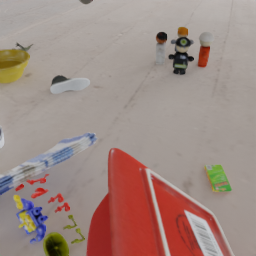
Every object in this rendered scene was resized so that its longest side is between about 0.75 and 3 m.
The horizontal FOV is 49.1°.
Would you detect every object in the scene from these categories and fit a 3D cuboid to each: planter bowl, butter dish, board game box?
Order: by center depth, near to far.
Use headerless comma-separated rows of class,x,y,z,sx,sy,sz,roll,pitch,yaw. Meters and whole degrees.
butter dish,0.308,2.178,4.244,2.795,2.072,2.803,36,21,-25
board game box,2.228,1.259,6.972,0.428,0.134,0.897,-2,34,-1
planter bowl,-4.969,-2.391,11.336,2.080,0.866,2.080,0,36,0

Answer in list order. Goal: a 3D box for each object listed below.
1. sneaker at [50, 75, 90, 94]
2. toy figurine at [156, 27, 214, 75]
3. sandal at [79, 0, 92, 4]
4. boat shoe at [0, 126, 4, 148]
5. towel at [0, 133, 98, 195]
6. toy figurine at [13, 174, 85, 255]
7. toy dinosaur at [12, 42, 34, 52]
sneaker,-2.266,-1.791,10.784,1.499,0.530,0.743,-13,43,-11
toy figurine,2.380,-3.543,12.342,2.207,1.535,2.172,-21,41,-26
sandal,-1.160,-3.978,7.371,0.660,1.614,0.441,35,58,0
boat shoe,-4.500,-0.382,8.511,0.997,0.944,2.850,-18,40,-23
towel,-2.202,0.833,6.499,2.703,0.322,1.985,-29,9,-36
toy figurine,-1.773,1.888,5.721,0.883,1.003,1.674,-31,89,-46
toy dinosaur,-5.298,-3.900,13.846,0.684,0.368,1.552,16,36,-3
